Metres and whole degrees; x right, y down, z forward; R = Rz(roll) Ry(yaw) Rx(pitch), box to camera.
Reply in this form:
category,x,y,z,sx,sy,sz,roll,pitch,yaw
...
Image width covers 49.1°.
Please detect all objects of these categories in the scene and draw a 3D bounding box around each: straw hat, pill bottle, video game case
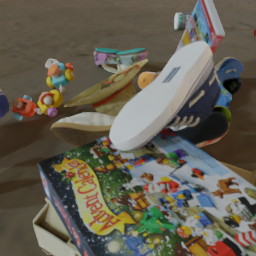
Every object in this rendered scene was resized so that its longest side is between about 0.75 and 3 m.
category,x,y,z,sx,sy,sz,roll,pitch,yaw
straw hat,-0.333,-0.776,7.610,2.580,1.092,2.580,-27,16,8
pill bottle,3.667,-6.362,16.670,1.704,0.964,0.964,-2,33,-1
video game case,1.916,-2.264,8.250,0.231,2.645,1.891,5,55,-11

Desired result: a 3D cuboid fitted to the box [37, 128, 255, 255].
category,x,y,z,sx,sy,sz,roll,pitch,yaw
box,0.444,1.035,3.303,2.031,0.560,2.973,-21,39,-28

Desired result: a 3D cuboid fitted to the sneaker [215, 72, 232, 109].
category,x,y,z,sx,sy,sz,roll,pitch,yaw
sneaker,2.655,-1.087,8.069,0.682,1.298,0.491,11,44,35

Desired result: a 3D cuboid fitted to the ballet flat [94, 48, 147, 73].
category,x,y,z,sx,sy,sz,roll,pitch,yaw
ballet flat,-0.301,-2.549,10.654,2.705,0.962,0.935,15,29,42

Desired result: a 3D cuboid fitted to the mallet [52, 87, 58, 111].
category,x,y,z,sx,sy,sz,roll,pitch,yaw
mallet,-2.337,-0.948,8.524,0.356,0.222,1.081,-11,62,4

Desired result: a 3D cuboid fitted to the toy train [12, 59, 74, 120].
category,x,y,z,sx,sy,sz,roll,pitch,yaw
toy train,-2.392,-1.098,7.634,1.550,0.574,2.063,21,77,28

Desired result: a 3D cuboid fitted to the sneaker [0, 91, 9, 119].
category,x,y,z,sx,sy,sz,roll,pitch,yaw
sneaker,-3.784,0.146,6.609,1.443,1.009,2.499,27,50,30

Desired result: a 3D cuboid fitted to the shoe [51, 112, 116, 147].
category,x,y,z,sx,sy,sz,roll,pitch,yaw
shoe,-0.803,0.031,6.494,2.173,0.760,0.580,3,48,24

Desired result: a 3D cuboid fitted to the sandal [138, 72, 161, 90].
category,x,y,z,sx,sy,sz,roll,pitch,yaw
sandal,0.881,-1.328,8.780,0.652,0.872,2.276,3,13,-39

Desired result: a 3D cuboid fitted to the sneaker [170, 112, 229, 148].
category,x,y,z,sx,sy,sz,roll,pitch,yaw
sneaker,1.231,0.279,6.600,2.260,0.755,1.212,-21,-11,16

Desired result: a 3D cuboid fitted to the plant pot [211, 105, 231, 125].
category,x,y,z,sx,sy,sz,roll,pitch,yaw
plant pot,2.241,-0.321,7.545,0.782,0.782,0.753,-3,21,-5

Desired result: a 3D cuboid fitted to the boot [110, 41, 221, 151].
category,x,y,z,sx,sy,sz,roll,pitch,yaw
boot,0.731,-0.261,4.218,0.822,1.020,2.259,11,52,50

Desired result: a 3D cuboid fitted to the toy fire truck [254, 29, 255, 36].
category,x,y,z,sx,sy,sz,roll,pitch,yaw
toy fire truck,8.346,-5.144,14.491,2.762,1.548,2.319,-11,16,-18

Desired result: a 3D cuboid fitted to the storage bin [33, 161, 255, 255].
category,x,y,z,sx,sy,sz,roll,pitch,yaw
storage bin,0.401,1.406,4.357,2.585,1.212,2.567,19,38,26

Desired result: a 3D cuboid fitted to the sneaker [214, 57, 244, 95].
category,x,y,z,sx,sy,sz,roll,pitch,yaw
sneaker,3.251,-1.570,9.403,1.162,1.023,2.606,39,48,23

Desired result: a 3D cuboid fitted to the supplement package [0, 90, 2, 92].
category,x,y,z,sx,sy,sz,roll,pitch,yaw
supplement package,-4.001,-0.997,7.982,0.818,0.465,0.448,5,39,43
